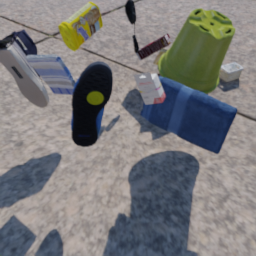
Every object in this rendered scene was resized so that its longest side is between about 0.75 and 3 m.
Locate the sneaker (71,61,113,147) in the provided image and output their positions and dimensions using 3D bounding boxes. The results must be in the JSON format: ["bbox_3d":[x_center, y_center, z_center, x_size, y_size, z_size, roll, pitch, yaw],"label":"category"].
[{"bbox_3d":[-1.094,-0.776,7.898,0.972,2.949,1.156,8,45,-12],"label":"sneaker"}]

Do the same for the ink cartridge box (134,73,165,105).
[{"bbox_3d":[0.536,-1.028,6.959,0.507,0.870,0.294,-3,38,34],"label":"ink cartridge box"}]

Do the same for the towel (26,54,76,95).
[{"bbox_3d":[-2.277,-1.603,8.731,1.251,1.704,0.203,6,58,24],"label":"towel"}]

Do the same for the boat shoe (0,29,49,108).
[{"bbox_3d":[-3.464,-2.116,10.027,1.053,2.820,1.307,2,49,23],"label":"boat shoe"}]

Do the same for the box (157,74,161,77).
[{"bbox_3d":[2.245,-2.159,12.792,1.230,1.217,1.483,-21,5,-21],"label":"box"}]

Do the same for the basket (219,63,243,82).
[{"bbox_3d":[5.285,-2.874,14.472,1.013,0.625,0.687,-17,45,-19],"label":"basket"}]

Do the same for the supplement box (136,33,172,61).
[{"bbox_3d":[1.243,-3.898,13.516,1.614,0.491,0.878,-23,17,29],"label":"supplement box"}]

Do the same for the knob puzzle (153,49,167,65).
[{"bbox_3d":[2.766,-2.985,13.680,3.193,0.443,3.193,13,-1,0],"label":"knob puzzle"}]

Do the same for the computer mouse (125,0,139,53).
[{"bbox_3d":[0.162,-4.573,12.684,0.399,2.346,0.688,-4,10,16],"label":"computer mouse"}]

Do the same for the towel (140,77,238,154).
[{"bbox_3d":[1.753,-0.460,8.511,2.823,1.576,0.685,29,33,25],"label":"towel"}]

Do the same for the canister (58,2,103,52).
[{"bbox_3d":[-1.825,-4.005,11.061,0.719,1.234,1.661,36,72,22],"label":"canister"}]

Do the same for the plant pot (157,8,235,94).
[{"bbox_3d":[2.544,-2.826,10.012,2.471,2.271,2.471,6,53,-8],"label":"plant pot"}]
